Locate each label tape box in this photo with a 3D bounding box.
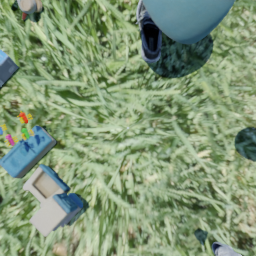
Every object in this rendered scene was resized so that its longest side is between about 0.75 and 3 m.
[{"bbox_3d":[-5.157,-1.619,8.736,1.917,0.885,2.676,37,82,8],"label":"label tape box"}]

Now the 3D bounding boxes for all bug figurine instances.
[{"bbox_3d":[-2.912,0.034,7.189,0.998,0.257,0.774,-27,103,-33],"label":"bug figurine"}]

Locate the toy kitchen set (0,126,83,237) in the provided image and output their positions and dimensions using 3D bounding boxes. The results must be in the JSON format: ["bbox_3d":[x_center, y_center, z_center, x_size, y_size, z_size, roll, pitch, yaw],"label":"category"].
[{"bbox_3d":[-2.259,1.210,7.443,2.657,2.128,1.565,42,82,8],"label":"toy kitchen set"}]

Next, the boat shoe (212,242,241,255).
[{"bbox_3d":[1.881,2.469,5.419,0.386,1.128,0.406,22,92,7],"label":"boat shoe"}]

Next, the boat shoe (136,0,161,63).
[{"bbox_3d":[0.701,-3.383,9.140,0.887,0.820,2.401,3,77,1],"label":"boat shoe"}]

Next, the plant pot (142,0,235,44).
[{"bbox_3d":[1.688,-3.511,6.628,2.472,1.665,2.472,11,71,-34],"label":"plant pot"}]

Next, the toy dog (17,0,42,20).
[{"bbox_3d":[-3.677,-4.332,9.387,0.804,1.101,1.670,-44,70,23],"label":"toy dog"}]
